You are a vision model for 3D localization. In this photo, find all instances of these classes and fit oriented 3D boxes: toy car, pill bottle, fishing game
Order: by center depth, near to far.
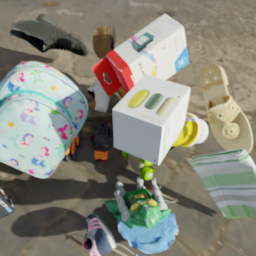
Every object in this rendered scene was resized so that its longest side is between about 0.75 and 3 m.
[{"bbox_3d":[0.509,2.523,7.274,1.587,0.345,2.216,18,41,13],"label":"fishing game"},{"bbox_3d":[1.391,0.034,7.799,1.773,0.986,0.986,6,47,-36],"label":"pill bottle"},{"bbox_3d":[0.698,0.585,8.093,1.436,1.133,1.180,-25,44,-25],"label":"toy car"}]

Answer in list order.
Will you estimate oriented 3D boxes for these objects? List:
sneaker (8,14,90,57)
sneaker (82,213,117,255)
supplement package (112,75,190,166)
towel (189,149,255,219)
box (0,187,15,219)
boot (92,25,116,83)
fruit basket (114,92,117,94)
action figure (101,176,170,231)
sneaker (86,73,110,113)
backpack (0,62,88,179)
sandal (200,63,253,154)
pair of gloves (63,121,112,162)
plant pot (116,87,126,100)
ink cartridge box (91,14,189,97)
[{"bbox_3d":[-2.639,-2.968,9.677,2.507,0.753,1.308,33,57,-19],"label":"sneaker"},{"bbox_3d":[-0.862,2.546,6.711,0.667,1.626,0.570,-28,100,-21],"label":"sneaker"},{"bbox_3d":[0.513,-0.219,6.114,1.125,1.117,1.482,21,47,21],"label":"supplement package"},{"bbox_3d":[2.536,1.452,6.778,0.309,1.501,2.012,-46,110,-40],"label":"towel"},{"bbox_3d":[-3.817,1.919,6.886,1.469,1.834,0.399,-24,58,-17],"label":"box"},{"bbox_3d":[-0.731,-2.256,8.724,0.655,0.639,1.736,1,97,11],"label":"boot"},{"bbox_3d":[-0.409,-1.632,10.353,0.728,0.369,0.786,30,57,20],"label":"fruit basket"},{"bbox_3d":[0.239,1.671,6.382,1.712,2.898,0.793,-16,91,-8],"label":"action figure"},{"bbox_3d":[-0.940,-1.453,9.319,0.768,0.661,1.815,12,70,-12],"label":"sneaker"},{"bbox_3d":[-2.453,-0.241,7.367,2.774,2.462,2.088,-56,27,2],"label":"backpack"},{"bbox_3d":[2.203,-0.519,6.921,0.837,0.933,2.544,10,61,-47],"label":"sandal"},{"bbox_3d":[-1.346,0.392,8.946,1.667,0.206,1.486,1,57,0],"label":"pair of gloves"},{"bbox_3d":[0.396,-1.035,8.898,1.081,1.545,1.545,-35,60,-2],"label":"plant pot"},{"bbox_3d":[0.376,-1.677,7.440,2.392,1.390,0.804,-37,57,-3],"label":"ink cartridge box"}]
